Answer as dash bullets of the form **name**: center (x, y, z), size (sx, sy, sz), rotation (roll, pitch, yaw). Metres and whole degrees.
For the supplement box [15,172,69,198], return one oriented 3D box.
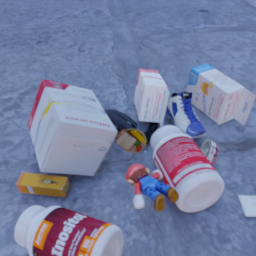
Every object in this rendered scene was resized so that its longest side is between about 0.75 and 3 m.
- **supplement box**: center (-2.731, 1.838, 9.020), size (1.572, 0.541, 0.523), rotation (3, 43, 11)

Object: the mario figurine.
- **mario figurine**: center (0.587, 1.668, 7.683), size (1.108, 0.951, 1.795), rotation (14, 9, -33)

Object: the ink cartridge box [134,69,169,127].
- **ink cartridge box**: center (0.886, -1.276, 11.548), size (0.916, 1.580, 2.713), rotation (4, 27, -8)

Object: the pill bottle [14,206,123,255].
- **pill bottle**: center (-1.556, 2.882, 7.156), size (2.596, 1.466, 1.466), rotation (10, 41, 25)

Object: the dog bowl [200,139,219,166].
- **dog bowl**: center (2.803, 0.960, 9.869), size (0.406, 1.102, 1.102), rotation (23, 43, -1)

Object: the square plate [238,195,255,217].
- **square plate**: center (3.963, 2.429, 8.794), size (0.796, 0.113, 0.788), rotation (2, 40, 0)

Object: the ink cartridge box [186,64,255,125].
- **ink cartridge box**: center (3.813, -1.336, 12.008), size (0.967, 1.640, 2.849), rotation (-20, 45, -23)

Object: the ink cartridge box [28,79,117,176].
- **ink cartridge box**: center (-2.037, -0.013, 9.649), size (2.012, 2.002, 2.768), rotation (11, 29, -34)

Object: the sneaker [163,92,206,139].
- **sneaker**: center (2.229, -0.683, 11.140), size (0.915, 1.309, 2.266), rotation (-13, 44, -23)

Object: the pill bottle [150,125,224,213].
- **pill bottle**: center (1.743, 1.192, 9.132), size (1.550, 1.550, 2.762), rotation (-11, 40, -13)

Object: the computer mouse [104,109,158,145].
- **computer mouse**: center (0.017, -0.371, 11.474), size (2.558, 0.589, 1.796), rotation (27, 43, 18)

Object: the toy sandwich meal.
- **toy sandwich meal**: center (0.121, 0.496, 9.967), size (1.109, 1.109, 0.380), rotation (5, 28, 6)
